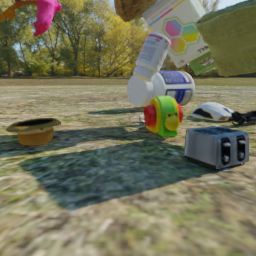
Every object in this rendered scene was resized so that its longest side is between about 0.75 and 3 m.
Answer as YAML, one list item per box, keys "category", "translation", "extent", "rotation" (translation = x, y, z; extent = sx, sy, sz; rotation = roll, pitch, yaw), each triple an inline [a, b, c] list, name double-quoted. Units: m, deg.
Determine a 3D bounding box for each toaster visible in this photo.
- category: "toaster"
  translation: [1.415, 0.295, 4.591]
  extent: [0.792, 0.519, 0.875]
  rotation: [-5, 11, -30]

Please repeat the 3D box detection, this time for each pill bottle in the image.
- category: "pill bottle"
  translation: [1.458, -1.698, 12.392]
  extent: [2.823, 1.634, 1.634]
  rotation: [-7, 13, -37]
- category: "pill bottle"
  translation: [0.530, -1.613, 6.485]
  extent: [0.574, 1.012, 0.574]
  rotation: [24, 0, 0]

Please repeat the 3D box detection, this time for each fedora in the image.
- category: "fedora"
  translation: [-1.941, 0.094, 5.875]
  extent: [1.120, 0.457, 1.120]
  rotation: [-3, 14, 1]

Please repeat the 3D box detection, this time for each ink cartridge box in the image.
- category: "ink cartridge box"
  translation: [1.737, -2.639, 8.073]
  extent: [1.345, 2.591, 0.768]
  rotation: [-23, 22, 42]

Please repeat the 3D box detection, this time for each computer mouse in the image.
- category: "computer mouse"
  translation: [2.990, -0.517, 9.027]
  extent: [1.317, 0.527, 2.403]
  rotation: [-7, 13, -29]

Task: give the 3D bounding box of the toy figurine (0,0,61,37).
- category: "toy figurine"
  translation: [-2.878, -2.716, 5.897]
  extent: [2.675, 2.907, 2.182]
  rotation: [-35, 21, -16]

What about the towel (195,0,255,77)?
- category: "towel"
  translation: [2.825, -1.950, 5.890]
  extent: [2.433, 1.805, 0.444]
  rotation: [-6, 46, 40]

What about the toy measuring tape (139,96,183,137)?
- category: "toy measuring tape"
  translation: [0.761, -0.422, 7.457]
  extent: [0.977, 0.977, 2.655]
  rotation: [-2, 11, -12]

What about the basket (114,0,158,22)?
- category: "basket"
  translation: [0.333, -4.291, 9.117]
  extent: [1.584, 1.131, 1.180]
  rotation: [-17, 36, -4]
